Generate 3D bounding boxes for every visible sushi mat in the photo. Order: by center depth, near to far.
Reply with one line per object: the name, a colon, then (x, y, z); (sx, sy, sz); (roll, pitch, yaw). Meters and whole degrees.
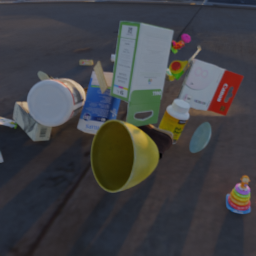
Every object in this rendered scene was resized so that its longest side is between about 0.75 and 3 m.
sushi mat: (-0.973, -1.773, 9.895); (0.066, 0.522, 1.091); (-10, 74, -30)

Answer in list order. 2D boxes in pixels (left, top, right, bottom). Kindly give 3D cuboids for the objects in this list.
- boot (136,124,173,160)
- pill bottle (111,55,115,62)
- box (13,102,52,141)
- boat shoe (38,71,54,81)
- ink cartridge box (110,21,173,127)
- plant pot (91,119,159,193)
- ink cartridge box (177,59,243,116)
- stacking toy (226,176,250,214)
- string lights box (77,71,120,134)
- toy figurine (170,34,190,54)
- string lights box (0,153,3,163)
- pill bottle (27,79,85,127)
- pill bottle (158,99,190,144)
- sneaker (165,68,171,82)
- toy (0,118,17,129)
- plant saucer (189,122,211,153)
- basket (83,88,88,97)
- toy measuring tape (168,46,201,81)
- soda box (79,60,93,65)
boot: (0.416, 0.374, 8.554); (1.811, 0.655, 1.506); (8, 24, 22)
pill bottle: (-0.584, -4.312, 17.364); (0.881, 0.510, 0.510); (5, 33, 7)
box: (-3.615, -0.267, 10.518); (0.641, 0.771, 1.876); (-4, 29, -46)
boat shoe: (-3.332, -2.010, 11.622); (0.923, 0.332, 0.312); (34, 11, -4)
ink cartridge box: (0.345, -1.538, 8.296); (0.852, 2.874, 1.492); (22, 22, 39)
plant pot: (0.045, 0.693, 7.031); (1.224, 1.725, 1.725); (4, 23, -40)
ink cartridge box: (3.294, -1.540, 11.159); (2.247, 1.827, 0.641); (18, 19, -3)
stacking toy: (2.984, 1.686, 7.353); (0.616, 1.061, 0.582); (9, 33, 12)
string lights box: (-0.986, -0.903, 10.447); (1.172, 2.281, 0.673); (10, -11, 22)
toy figurine: (1.986, -3.176, 10.449); (0.742, 0.605, 0.806); (-21, -12, 27)
string lights box: (-5.016, 0.994, 8.973); (1.676, 0.494, 0.861); (-20, 38, -29)
pill bottle: (-2.433, -1.003, 10.136); (1.524, 1.524, 2.631); (2, 11, 3)
pill bottle: (1.582, -0.217, 9.713); (0.812, 1.486, 0.812); (14, 32, -9)
sneaker: (1.038, -2.704, 13.066); (2.322, 1.059, 0.901); (39, 19, 19)
toy: (-5.022, -0.182, 10.839); (1.368, 0.323, 0.788); (11, 13, -7)
plant saucer: (2.474, 0.364, 9.392); (0.222, 1.152, 1.152); (26, 31, -10)
basket: (-1.712, -1.519, 12.330); (0.834, 0.799, 1.120); (54, 41, 3)
toy measuring tape: (2.135, -2.614, 11.096); (1.746, 0.642, 0.642); (-52, 46, 0)
soda box: (-2.557, -3.983, 17.075); (0.787, 0.267, 0.252); (3, 32, 6)
